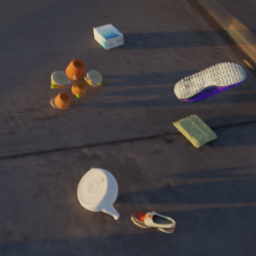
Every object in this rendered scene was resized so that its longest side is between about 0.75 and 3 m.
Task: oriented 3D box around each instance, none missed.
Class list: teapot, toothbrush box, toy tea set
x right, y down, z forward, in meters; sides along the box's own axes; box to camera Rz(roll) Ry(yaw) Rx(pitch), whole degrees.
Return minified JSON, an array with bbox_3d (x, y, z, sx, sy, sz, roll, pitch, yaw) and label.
[{"bbox_3d":[-0.806,1.915,8.494,1.321,0.978,1.339,3,67,36],"label":"teapot"},{"bbox_3d":[-1.070,-4.982,15.292,1.080,0.629,1.476,-23,51,-21],"label":"toothbrush box"},{"bbox_3d":[-2.509,-1.856,12.318,1.659,1.033,2.790,44,52,-1],"label":"toy tea set"}]

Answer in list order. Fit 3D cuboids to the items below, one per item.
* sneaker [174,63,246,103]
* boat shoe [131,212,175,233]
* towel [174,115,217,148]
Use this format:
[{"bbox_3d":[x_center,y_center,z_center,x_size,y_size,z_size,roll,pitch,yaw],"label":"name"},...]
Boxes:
[{"bbox_3d":[2.746,-1.427,9.451,2.295,1.142,0.798,-15,70,14],"label":"sneaker"},{"bbox_3d":[0.728,2.672,8.115,1.293,0.404,0.460,13,49,14],"label":"boat shoe"},{"bbox_3d":[2.560,0.089,10.691,1.072,0.264,1.445,-23,49,-22],"label":"towel"}]
